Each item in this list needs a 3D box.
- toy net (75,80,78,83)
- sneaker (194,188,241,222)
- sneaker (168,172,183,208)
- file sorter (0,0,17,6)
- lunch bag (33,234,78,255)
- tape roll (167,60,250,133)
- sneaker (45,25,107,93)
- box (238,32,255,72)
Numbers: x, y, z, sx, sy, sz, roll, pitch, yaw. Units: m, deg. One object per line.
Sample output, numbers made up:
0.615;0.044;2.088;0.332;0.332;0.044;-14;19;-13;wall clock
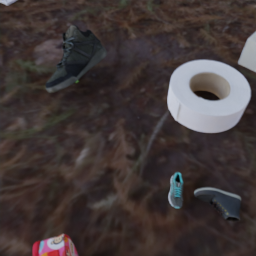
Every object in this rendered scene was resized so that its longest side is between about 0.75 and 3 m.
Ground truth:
-1.838;-1.867;9.361;0.480;0.177;0.915;1;53;2;toy net
2.074;1.773;6.490;1.090;0.408;0.579;10;51;6;sneaker
1.161;1.466;6.727;0.347;0.408;0.894;2;54;2;sneaker
-5.433;-6.085;12.110;1.350;0.841;0.937;29;58;21;file sorter
-1.139;2.900;4.873;0.766;1.648;1.871;-13;54;-10;lunch bag
2.323;-0.970;8.296;2.301;0.805;2.301;0;54;0;tape roll
-1.806;-2.160;8.494;2.400;1.374;0.917;-47;33;-22;sneaker
5.024;-2.074;8.980;2.609;1.072;0.892;37;61;23;box
